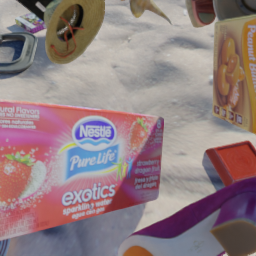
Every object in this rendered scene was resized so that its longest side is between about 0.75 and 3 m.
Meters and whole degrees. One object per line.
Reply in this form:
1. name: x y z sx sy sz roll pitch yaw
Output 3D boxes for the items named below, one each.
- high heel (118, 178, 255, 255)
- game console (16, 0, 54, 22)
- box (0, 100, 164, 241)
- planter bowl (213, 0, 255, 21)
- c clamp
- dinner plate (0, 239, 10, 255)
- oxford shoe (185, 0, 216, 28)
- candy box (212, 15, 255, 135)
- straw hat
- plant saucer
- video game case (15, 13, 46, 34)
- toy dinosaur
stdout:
1. high heel: 0.670 1.057 2.960 0.643 1.910 0.916 52 39 9
2. game console: -2.356 -4.541 7.828 2.317 2.634 1.533 -42 92 6
3. box: -0.792 0.325 3.263 1.224 1.172 2.456 7 3 43
4. planter bowl: 3.216 -3.271 6.705 2.163 2.163 1.456 16 31 15
5. c clamp: -4.480 -2.639 9.790 2.436 0.386 2.851 1 47 1
6. dinner plate: -3.108 2.284 5.306 1.740 0.211 1.740 0 46 0
7. oxford shoe: 1.659 -3.585 7.113 0.728 2.058 0.760 -10 8 -13
8. candy box: 2.039 -0.644 3.526 0.750 1.566 2.713 -7 17 -10
9. straw hat: -1.532 -2.611 6.732 0.847 2.000 2.000 39 57 16
10. plant saucer: 2.679 0.809 6.676 1.239 0.227 1.237 -11 48 -9
11. video game case: -3.718 -4.458 11.584 1.411 0.253 1.279 -36 56 -29
12. toy dinosaur: 0.173 -1.691 3.527 0.356 0.618 1.223 11 10 33
